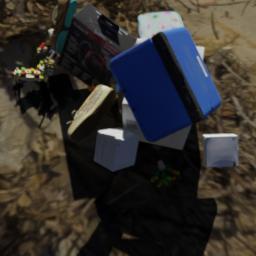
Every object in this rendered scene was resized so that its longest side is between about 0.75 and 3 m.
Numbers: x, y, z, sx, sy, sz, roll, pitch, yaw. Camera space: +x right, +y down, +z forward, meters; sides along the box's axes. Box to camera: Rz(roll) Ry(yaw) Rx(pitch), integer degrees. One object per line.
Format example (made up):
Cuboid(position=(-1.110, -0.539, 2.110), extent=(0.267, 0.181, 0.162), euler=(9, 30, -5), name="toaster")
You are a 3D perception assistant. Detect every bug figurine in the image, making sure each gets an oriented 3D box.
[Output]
Cuboid(position=(-0.856, -1.304, 10.512), extent=(1.296, 1.005, 0.334), euler=(-5, 54, -4), name="bug figurine")

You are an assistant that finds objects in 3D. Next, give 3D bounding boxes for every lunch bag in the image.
Cuboid(position=(1.467, -3.787, 11.936), extent=(2.061, 0.990, 2.569), euler=(-5, 60, -1), name="lunch bag")

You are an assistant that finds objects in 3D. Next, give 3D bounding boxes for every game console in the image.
Cuboid(position=(1.184, -1.325, 8.372), extent=(2.318, 1.607, 2.716), euler=(-30, 96, -45), name="game console")

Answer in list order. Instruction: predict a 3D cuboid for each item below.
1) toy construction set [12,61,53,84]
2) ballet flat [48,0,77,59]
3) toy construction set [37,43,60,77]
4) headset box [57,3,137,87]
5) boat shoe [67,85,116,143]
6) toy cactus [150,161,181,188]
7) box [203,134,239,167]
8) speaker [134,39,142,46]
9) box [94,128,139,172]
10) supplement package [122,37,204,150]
Cuboid(position=(-3.836, -2.201, 11.149), extent=(1.628, 0.750, 1.067), euler=(-9, 49, -5), name="toy construction set")
Cuboid(position=(-2.705, -4.001, 11.077), extent=(0.881, 2.434, 0.826), euler=(30, 27, 20), name="ballet flat")
Cuboid(position=(-3.103, -2.484, 10.584), extent=(0.935, 1.122, 0.862), euler=(-4, 49, 27), name="toy construction set")
Cuboid(position=(-1.114, -2.742, 9.855), extent=(2.051, 2.760, 1.035), euler=(35, 55, -6), name="headset box")
Cuboid(position=(-1.105, -0.419, 7.971), extent=(0.606, 0.709, 1.935), euler=(27, 65, 26), name="boat shoe")
Cuboid(position=(1.155, 1.450, 9.008), extent=(0.964, 0.493, 0.796), euler=(-19, 67, 8), name="toy cactus")
Cuboid(position=(2.308, 0.564, 7.048), extent=(0.781, 0.511, 0.777), euler=(-2, 92, 5), name="box")
Cuboid(position=(0.532, -3.180, 10.820), extent=(1.279, 0.519, 0.519), euler=(13, 57, 39), name="speaker")
Cuboid(position=(-0.365, 0.651, 8.868), extent=(0.903, 1.054, 1.049), euler=(22, 21, 39), name="box")
Cuboid(position=(1.193, -1.173, 9.747), extent=(2.194, 2.210, 2.912), euler=(12, 61, 7), name="supplement package")
